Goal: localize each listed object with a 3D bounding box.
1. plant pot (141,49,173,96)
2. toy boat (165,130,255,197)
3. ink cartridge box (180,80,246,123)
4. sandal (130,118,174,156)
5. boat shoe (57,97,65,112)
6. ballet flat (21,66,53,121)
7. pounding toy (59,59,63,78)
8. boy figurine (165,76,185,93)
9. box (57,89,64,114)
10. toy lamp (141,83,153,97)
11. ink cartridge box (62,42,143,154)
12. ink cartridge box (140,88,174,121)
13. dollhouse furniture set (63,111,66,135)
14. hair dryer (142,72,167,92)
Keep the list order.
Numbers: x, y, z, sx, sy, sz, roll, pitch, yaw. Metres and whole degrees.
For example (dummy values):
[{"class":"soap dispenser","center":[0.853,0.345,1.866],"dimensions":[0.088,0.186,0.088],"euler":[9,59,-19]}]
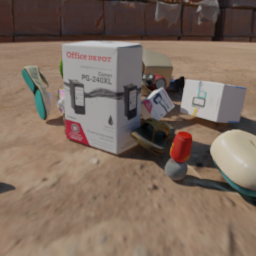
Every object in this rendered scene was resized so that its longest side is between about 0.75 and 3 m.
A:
[{"class":"plant pot","center":[1.227,-2.731,13.530],"dimensions":[1.487,1.678,1.680],"euler":[-5,46,-13]},{"class":"toy boat","center":[2.107,0.779,6.294],"dimensions":[2.466,1.146,2.073],"euler":[8,26,0]},{"class":"ink cartridge box","center":[2.913,-0.948,9.765],"dimensions":[1.244,1.238,1.696],"euler":[1,13,-34]},{"class":"sandal","center":[0.833,0.077,7.819],"dimensions":[1.039,0.694,2.543],"euler":[30,21,17]},{"class":"boat shoe","center":[-1.737,-0.593,9.150],"dimensions":[0.399,1.215,0.437],"euler":[-39,33,19]},{"class":"ballet flat","center":[-3.147,-1.326,10.204],"dimensions":[0.783,2.253,0.783],"euler":[-25,-13,-6]},{"class":"pounding toy","center":[-1.587,-1.893,11.438],"dimensions":[2.208,2.860,1.327],"euler":[-10,58,-18]},{"class":"boy figurine","center":[1.774,-2.493,14.780],"dimensions":[1.548,0.802,2.489],"euler":[-30,37,-35]},{"class":"box","center":[-1.727,-0.963,10.442],"dimensions":[1.581,0.764,1.390],"euler":[-1,14,-22]},{"class":"toy lamp","center":[0.567,-1.698,11.596],"dimensions":[0.559,1.919,0.559],"euler":[-39,15,12]},{"class":"ink cartridge box","center":[-0.751,-0.957,7.977],"dimensions":[2.065,2.844,1.186],"euler":[14,23,34]},{"class":"ink cartridge box","center":[0.950,-0.749,9.635],"dimensions":[1.133,0.820,0.478],"euler":[-40,13,-34]},{"class":"dollhouse furniture set","center":[-1.527,-0.296,9.416],"dimensions":[1.272,0.621,1.085],"euler":[-5,22,-11]},{"class":"hair dryer","center":[0.642,-2.131,11.091],"dimensions":[1.999,0.713,2.625],"euler":[39,4,21]}]
